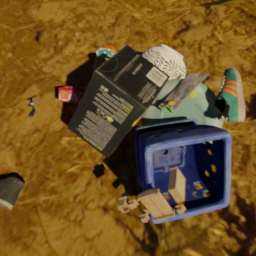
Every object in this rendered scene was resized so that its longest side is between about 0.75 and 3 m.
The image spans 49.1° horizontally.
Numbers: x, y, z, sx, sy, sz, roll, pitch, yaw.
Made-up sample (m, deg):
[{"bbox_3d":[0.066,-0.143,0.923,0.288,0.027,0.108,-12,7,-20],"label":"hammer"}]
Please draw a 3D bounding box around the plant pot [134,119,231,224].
[{"bbox_3d":[1.479,1.076,8.692,2.521,2.522,2.267,-9,21,-10],"label":"plant pot"}]

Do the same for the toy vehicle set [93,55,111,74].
[{"bbox_3d":[-0.955,-2.596,12.132,1.008,0.215,1.622,12,48,-11],"label":"toy vehicle set"}]

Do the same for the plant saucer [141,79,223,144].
[{"bbox_3d":[1.937,-0.271,10.046,2.968,0.571,2.968,1,98,6],"label":"plant saucer"}]

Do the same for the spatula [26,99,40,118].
[{"bbox_3d":[-3.083,-0.650,9.055,0.477,0.173,1.688,-25,28,-4],"label":"spatula"}]

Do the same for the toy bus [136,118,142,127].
[{"bbox_3d":[0.524,-0.609,11.168,2.334,0.760,0.914,27,61,15],"label":"toy bus"}]

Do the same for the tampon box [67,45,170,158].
[{"bbox_3d":[-0.369,-0.819,9.281,1.794,2.842,2.130,37,46,-1],"label":"tampon box"}]

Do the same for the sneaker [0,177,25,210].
[{"bbox_3d":[-4.577,2.029,9.693,1.862,0.696,0.989,23,55,5],"label":"sneaker"}]

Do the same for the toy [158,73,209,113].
[{"bbox_3d":[1.903,-1.129,9.343,1.739,0.411,1.001,-43,26,-15],"label":"toy"}]

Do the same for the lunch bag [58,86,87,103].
[{"bbox_3d":[-1.985,-1.305,11.151,1.439,1.634,0.669,4,97,21],"label":"lunch bag"}]

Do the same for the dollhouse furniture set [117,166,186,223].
[{"bbox_3d":[0.709,1.855,7.475,1.760,0.912,0.779,-24,25,27],"label":"dollhouse furniture set"}]

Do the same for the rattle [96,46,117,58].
[{"bbox_3d":[0.228,-2.932,11.463,1.856,2.037,2.852,-28,76,-37],"label":"rattle"}]

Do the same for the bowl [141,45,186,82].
[{"bbox_3d":[1.475,-2.572,11.008,2.242,1.052,2.242,26,22,-11],"label":"bowl"}]

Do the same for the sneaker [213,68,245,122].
[{"bbox_3d":[3.288,-1.157,9.345,0.870,0.777,2.178,0,57,7],"label":"sneaker"}]
